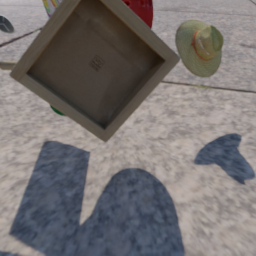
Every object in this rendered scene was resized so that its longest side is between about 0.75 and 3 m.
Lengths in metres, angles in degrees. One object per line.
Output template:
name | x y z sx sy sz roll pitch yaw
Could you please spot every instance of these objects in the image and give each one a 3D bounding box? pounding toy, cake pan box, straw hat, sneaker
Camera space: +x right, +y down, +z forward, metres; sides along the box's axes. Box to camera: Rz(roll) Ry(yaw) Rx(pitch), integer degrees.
pounding toy | -1.092 -1.448 6.216 2.760 2.998 2.131 37 14 -21
cake pan box | -2.121 -3.794 8.943 0.554 1.949 2.117 -35 64 -13
straw hat | 2.599 -2.765 9.112 2.086 2.086 0.883 -18 -2 -25
sneaker | -3.493 -2.892 7.507 1.071 0.377 0.429 33 8 -5

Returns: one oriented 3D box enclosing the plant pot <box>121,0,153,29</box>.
plant pot | -0.165 -3.062 7.976 1.953 1.778 1.953 -14 2 0
